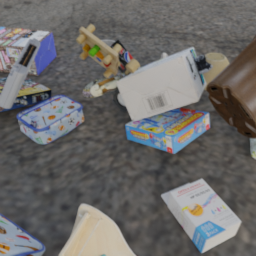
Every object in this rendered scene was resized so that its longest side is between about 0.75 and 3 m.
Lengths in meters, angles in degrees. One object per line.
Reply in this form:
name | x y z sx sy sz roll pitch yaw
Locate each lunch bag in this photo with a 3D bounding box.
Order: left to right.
lunch bag | -2.887 2.126 5.175 2.544 2.038 0.961 24 85 25
lunch bag | -2.540 -0.338 9.082 1.572 0.741 1.962 30 46 34

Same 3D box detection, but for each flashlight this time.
flashlight | 0.469 -1.665 10.557 0.950 0.954 2.806 18 43 24

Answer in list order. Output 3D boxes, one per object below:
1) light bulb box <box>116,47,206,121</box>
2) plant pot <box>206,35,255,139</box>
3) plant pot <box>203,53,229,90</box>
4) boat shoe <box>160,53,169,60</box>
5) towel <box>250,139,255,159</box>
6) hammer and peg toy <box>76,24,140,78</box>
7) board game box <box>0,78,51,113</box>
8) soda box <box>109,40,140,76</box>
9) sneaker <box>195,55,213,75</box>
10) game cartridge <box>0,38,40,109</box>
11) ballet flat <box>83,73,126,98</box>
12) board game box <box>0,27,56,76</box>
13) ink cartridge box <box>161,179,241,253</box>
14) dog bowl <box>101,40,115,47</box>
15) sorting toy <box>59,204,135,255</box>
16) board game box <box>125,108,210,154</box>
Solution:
light bulb box | 1.123 -1.402 8.714 2.133 1.343 2.152 -16 14 27
plant pot | 3.278 -1.092 6.659 2.267 2.290 2.290 -38 46 -2
plant pot | 3.427 -2.376 11.336 1.648 1.107 1.648 -1 39 0
boat shoe | 1.887 -2.434 11.808 0.970 0.781 2.093 8 43 -6
towel | 4.688 0.391 8.348 2.010 0.484 1.720 10 39 12
hammer and peg toy | -0.612 -1.964 8.015 1.846 1.357 0.651 38 78 4
board game box | -4.348 -1.206 9.829 1.814 0.463 2.677 27 31 29
soda box | -0.144 -2.464 10.425 0.544 1.538 0.487 -14 32 55
sneaker | 2.269 -1.954 8.403 0.346 0.522 0.917 -15 16 31
game cartridge | -3.129 -1.560 8.077 0.450 1.444 2.169 21 36 -19
ballet flat | -0.814 -1.378 9.378 1.599 0.575 0.575 -21 38 8
board game box | -4.922 -3.466 12.554 2.630 1.274 2.097 8 39 10
ink cartridge box | 1.587 1.836 6.454 0.965 0.569 1.677 -17 42 -21
dog bowl | -1.111 -3.997 13.955 1.329 0.390 1.329 1 39 0
sorting toy | -0.468 2.947 4.653 2.223 1.319 2.469 21 41 13
board game box | 1.183 -0.047 8.399 1.786 0.510 1.824 15 34 44
